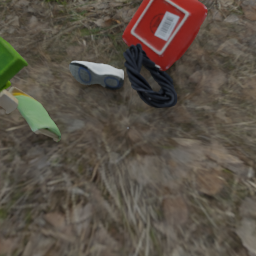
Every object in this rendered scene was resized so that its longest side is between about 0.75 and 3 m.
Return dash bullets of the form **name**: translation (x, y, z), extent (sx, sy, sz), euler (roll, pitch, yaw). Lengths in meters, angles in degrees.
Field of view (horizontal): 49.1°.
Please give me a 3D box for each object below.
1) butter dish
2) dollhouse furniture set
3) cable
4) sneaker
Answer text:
- **butter dish**: translation (1.330, -3.107, 9.057), extent (2.199, 1.630, 2.205), euler (45, 111, 26)
- **dollhouse furniture set**: translation (-2.276, -0.805, 6.410), extent (1.138, 2.948, 1.474), euler (-44, 71, 0)
- **cable**: translation (0.589, -1.344, 7.185), extent (1.859, 0.579, 2.278), euler (56, 26, -8)
- **sneaker**: translation (-0.945, -1.687, 8.647), extent (1.749, 0.652, 0.762), euler (18, 39, 0)
